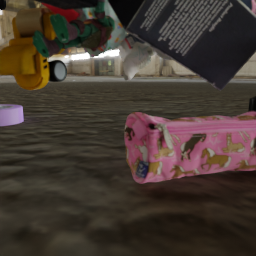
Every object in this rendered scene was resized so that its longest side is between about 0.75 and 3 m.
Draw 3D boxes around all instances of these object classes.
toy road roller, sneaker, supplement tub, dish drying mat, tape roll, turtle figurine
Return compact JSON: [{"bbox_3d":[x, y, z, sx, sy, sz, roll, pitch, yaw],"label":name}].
[{"bbox_3d":[-3.279,-2.602,9.258,1.640,2.669,1.948,4,15,24],"label":"toy road roller"},{"bbox_3d":[0.276,-1.815,7.540,0.572,0.502,1.427,14,56,17],"label":"sneaker"},{"bbox_3d":[3.102,-3.670,7.496,0.855,2.085,0.731,10,-26,7],"label":"sneaker"},{"bbox_3d":[0.473,-3.324,11.278,1.627,1.142,1.142,-24,16,-9],"label":"supplement tub"},{"bbox_3d":[-2.130,-3.746,8.790,1.165,0.447,0.106,34,26,-12],"label":"dish drying mat"},{"bbox_3d":[-4.344,-0.432,9.307,1.590,0.522,1.590,0,11,0],"label":"tape roll"},{"bbox_3d":[-1.132,-2.786,7.572,2.086,1.403,2.787,-43,1,45],"label":"turtle figurine"}]

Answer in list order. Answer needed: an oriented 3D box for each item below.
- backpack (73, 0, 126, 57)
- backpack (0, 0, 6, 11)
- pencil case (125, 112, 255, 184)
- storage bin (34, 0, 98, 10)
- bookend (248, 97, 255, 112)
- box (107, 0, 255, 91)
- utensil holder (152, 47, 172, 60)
[{"bbox_3d":[-1.227,-3.643,9.818,1.710,2.231,1.961,-42,15,-34],"label":"backpack"},{"bbox_3d":[-3.484,-2.817,6.468,1.189,0.753,0.992,-32,24,-15],"label":"backpack"},{"bbox_3d":[1.297,0.245,4.508,2.664,1.103,1.153,-2,11,-14],"label":"pencil case"},{"bbox_3d":[-1.376,-3.290,5.933,0.853,1.230,1.820,3,14,17],"label":"storage bin"},{"bbox_3d":[5.233,-0.623,9.511,1.757,0.809,1.746,10,16,36],"label":"bookend"},{"bbox_3d":[1.136,-2.537,6.084,2.600,1.616,2.622,24,28,-30],"label":"box"},{"bbox_3d":[1.803,-3.251,9.690,1.573,1.573,1.851,8,26,33],"label":"utensil holder"}]
